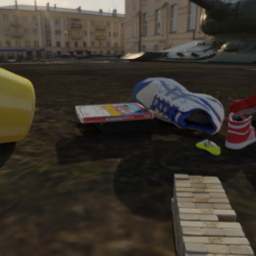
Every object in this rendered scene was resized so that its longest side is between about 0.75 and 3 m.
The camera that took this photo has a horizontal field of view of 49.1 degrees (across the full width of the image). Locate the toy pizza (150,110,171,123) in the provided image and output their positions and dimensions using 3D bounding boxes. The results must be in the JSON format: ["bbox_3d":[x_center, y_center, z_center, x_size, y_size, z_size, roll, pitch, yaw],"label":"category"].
[{"bbox_3d":[1.749,-0.554,9.758,1.964,0.311,1.964,6,20,-2],"label":"toy pizza"}]

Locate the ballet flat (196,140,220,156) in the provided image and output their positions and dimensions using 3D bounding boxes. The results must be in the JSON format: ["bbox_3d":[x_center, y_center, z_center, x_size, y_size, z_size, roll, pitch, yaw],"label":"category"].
[{"bbox_3d":[1.969,0.443,6.885,0.262,0.263,0.784,-8,18,-23],"label":"ballet flat"}]

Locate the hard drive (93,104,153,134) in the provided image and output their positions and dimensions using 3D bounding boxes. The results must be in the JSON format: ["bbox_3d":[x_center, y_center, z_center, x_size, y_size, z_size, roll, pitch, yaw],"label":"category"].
[{"bbox_3d":[-0.415,-0.375,9.465,1.646,0.388,2.359,-6,17,-20],"label":"hard drive"}]

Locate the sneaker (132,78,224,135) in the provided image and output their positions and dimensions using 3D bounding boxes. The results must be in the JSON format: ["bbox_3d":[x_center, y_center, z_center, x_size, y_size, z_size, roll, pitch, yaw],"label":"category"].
[{"bbox_3d":[1.453,-0.668,8.433,2.917,1.098,1.286,16,34,9],"label":"sneaker"}]

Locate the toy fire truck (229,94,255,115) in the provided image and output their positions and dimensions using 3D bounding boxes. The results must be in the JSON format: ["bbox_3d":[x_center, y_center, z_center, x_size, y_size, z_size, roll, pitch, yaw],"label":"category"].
[{"bbox_3d":[4.940,-0.986,9.418,2.591,1.453,2.176,-4,-14,-39],"label":"toy fire truck"}]

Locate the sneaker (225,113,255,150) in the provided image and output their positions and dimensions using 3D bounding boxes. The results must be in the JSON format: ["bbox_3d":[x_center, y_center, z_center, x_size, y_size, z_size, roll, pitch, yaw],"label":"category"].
[{"bbox_3d":[3.059,-0.026,7.402,0.550,0.869,1.545,13,21,38],"label":"sneaker"}]

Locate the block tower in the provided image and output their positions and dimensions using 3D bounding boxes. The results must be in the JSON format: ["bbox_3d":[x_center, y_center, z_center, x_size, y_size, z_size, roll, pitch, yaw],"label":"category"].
[{"bbox_3d":[0.896,1.319,3.136,0.663,0.710,2.455,1,15,4],"label":"block tower"}]

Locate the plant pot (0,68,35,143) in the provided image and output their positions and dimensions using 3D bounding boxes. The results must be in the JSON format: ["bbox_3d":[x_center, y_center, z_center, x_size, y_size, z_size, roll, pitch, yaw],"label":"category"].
[{"bbox_3d":[-3.813,-0.599,6.845,2.476,2.631,2.631,7,8,-42],"label":"plant pot"}]

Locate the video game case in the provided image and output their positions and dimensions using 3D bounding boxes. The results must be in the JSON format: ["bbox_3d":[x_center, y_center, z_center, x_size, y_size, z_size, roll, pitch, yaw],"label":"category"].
[{"bbox_3d":[-0.486,-0.489,8.790,2.164,0.189,1.547,-5,17,-16],"label":"video game case"}]
